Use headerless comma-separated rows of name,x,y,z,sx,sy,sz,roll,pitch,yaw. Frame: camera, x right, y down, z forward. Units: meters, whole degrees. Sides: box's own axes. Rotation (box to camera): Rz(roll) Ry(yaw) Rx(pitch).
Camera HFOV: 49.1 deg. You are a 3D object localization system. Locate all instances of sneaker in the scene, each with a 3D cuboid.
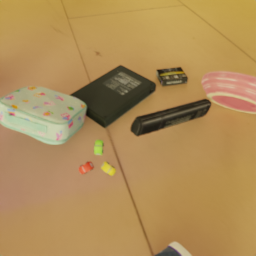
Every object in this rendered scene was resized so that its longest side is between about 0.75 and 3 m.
sneaker,1.000,3.216,5.234,1.342,0.738,1.833,-32,53,-25

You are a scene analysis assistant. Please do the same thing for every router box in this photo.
router box,1.695,-2.007,10.932,1.042,0.272,0.819,-8,45,-8

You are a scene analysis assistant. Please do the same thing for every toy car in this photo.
toy car,-0.815,0.792,7.447,1.013,0.226,0.953,3,87,1

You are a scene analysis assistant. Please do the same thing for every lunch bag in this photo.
lunch bag,-2.613,-0.421,8.491,2.327,0.897,1.867,18,33,10

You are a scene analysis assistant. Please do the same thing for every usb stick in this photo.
usb stick,1.371,-0.352,8.633,2.835,0.786,0.462,-16,58,-26

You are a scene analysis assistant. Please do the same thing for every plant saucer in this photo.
plant saucer,3.467,-1.026,8.805,2.460,2.460,0.623,18,87,18

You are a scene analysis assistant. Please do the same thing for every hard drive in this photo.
hard drive,-0.539,-1.214,9.887,1.838,0.433,2.634,33,53,27
